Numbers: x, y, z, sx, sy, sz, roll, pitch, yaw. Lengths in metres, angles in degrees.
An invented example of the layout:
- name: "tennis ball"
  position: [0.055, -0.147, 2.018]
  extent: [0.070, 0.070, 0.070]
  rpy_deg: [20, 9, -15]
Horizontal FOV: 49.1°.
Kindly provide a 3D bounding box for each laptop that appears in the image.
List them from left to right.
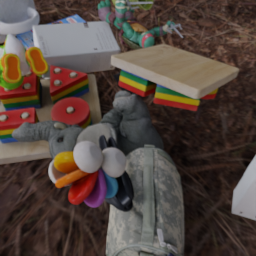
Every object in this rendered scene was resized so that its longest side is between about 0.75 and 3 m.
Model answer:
- name: "laptop"
  position: [0.286, -1.316, 7.182]
  extent: [0.573, 0.926, 0.989]
  rpy_deg: [16, 61, 40]

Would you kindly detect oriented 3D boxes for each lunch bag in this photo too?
- name: "lunch bag"
  position: [0.334, 1.654, 5.457]
  extent: [1.503, 1.809, 2.157]
  rpy_deg: [2, 50, 2]

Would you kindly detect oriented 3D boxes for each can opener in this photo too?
- name: "can opener"
  position: [-0.209, 0.757, 4.993]
  extent: [0.608, 0.490, 1.547]
  rpy_deg: [-41, 44, 23]

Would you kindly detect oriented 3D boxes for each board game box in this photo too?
- name: "board game box"
  position: [-2.521, -3.285, 10.433]
  extent: [2.561, 0.469, 1.937]
  rpy_deg: [-30, 56, -22]

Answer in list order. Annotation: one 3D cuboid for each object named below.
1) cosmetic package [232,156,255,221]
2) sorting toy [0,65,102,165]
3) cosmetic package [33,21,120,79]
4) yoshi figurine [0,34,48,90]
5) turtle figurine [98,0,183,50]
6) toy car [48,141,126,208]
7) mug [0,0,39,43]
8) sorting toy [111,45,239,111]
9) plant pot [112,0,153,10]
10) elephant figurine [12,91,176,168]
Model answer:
- name: "cosmetic package"
  position: [3.711, 1.398, 5.541]
  extent: [2.678, 2.019, 0.692]
  rpy_deg: [14, 52, 12]
- name: "sorting toy"
  position: [-2.246, -0.636, 7.880]
  extent: [2.875, 1.007, 2.893]
  rpy_deg: [-8, 50, -7]
- name: "cosmetic package"
  position: [-1.703, -2.574, 9.118]
  extent: [2.495, 1.012, 1.408]
  rpy_deg: [-13, 65, -23]
- name: "yoshi figurine"
  position: [-2.751, -1.396, 6.885]
  extent: [2.207, 1.240, 1.236]
  rpy_deg: [21, 81, 53]
- name: "turtle figurine"
  position: [0.236, -3.083, 8.417]
  extent: [2.036, 1.369, 2.719]
  rpy_deg: [13, 24, -43]
- name: "toy car"
  position: [-0.582, 0.754, 4.167]
  extent: [1.107, 0.969, 0.830]
  rpy_deg: [19, 51, -40]
- name: "mug"
  position: [-4.519, -4.070, 9.993]
  extent: [2.958, 2.184, 2.594]
  rpy_deg: [29, 47, 23]
- name: "sorting toy"
  position: [0.980, -1.059, 5.930]
  extent: [1.980, 0.693, 1.992]
  rpy_deg: [28, 35, 29]
- name: "plant pot"
  position: [0.074, -3.906, 8.169]
  extent: [0.969, 1.054, 1.054]
  rpy_deg: [4, 46, 35]
- name: "elephant figurine"
  position: [-0.816, 0.517, 6.505]
  extent: [2.881, 2.039, 2.235]
  rpy_deg: [-28, 26, -18]
